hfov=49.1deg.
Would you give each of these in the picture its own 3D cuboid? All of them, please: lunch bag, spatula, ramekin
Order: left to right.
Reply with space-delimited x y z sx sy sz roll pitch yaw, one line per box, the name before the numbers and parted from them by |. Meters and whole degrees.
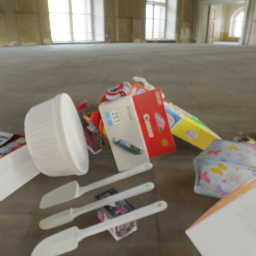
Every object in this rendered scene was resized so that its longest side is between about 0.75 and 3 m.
ramekin | -1.918 0.277 7.632 1.064 2.284 2.284 -15 22 1
spatula | -0.653 1.522 5.721 2.689 0.216 1.870 -22 25 4
lunch bag | 2.771 1.087 6.951 1.879 1.195 1.593 4 19 34

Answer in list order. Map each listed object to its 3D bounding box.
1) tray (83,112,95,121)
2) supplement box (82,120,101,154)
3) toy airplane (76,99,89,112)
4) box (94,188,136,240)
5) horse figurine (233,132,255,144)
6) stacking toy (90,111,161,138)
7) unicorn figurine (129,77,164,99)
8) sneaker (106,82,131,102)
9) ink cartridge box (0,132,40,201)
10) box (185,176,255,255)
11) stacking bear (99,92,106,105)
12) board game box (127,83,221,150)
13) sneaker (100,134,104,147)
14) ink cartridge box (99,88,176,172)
tray | -1.394 -0.369 11.873 0.627 0.235 1.270 -11 24 -25
supplement box | -1.156 0.298 8.938 0.300 0.984 0.535 -31 50 -29
toy airplane | -2.340 -0.751 12.011 1.634 0.300 1.634 -26 -9 -4
box | -0.288 1.808 5.922 0.515 0.594 0.898 -18 28 -28
horse figurine | 3.965 0.513 9.423 0.791 0.298 1.193 36 28 22
stacking toy | -0.332 0.021 9.559 1.243 1.243 2.912 -19 28 -39
unicorn figurine | 0.766 -1.396 12.117 1.723 0.927 2.509 31 -10 16
sneaker | 0.448 -0.972 11.369 2.928 1.646 1.043 3 27 8
ink cartridge box | -4.064 1.075 7.039 2.347 1.121 2.674 8 24 22
box | 2.115 1.329 4.270 1.476 1.939 1.031 -19 65 -44
stacking bear | -0.697 -1.397 13.539 1.106 1.036 1.822 2 17 4
board game box | 1.493 -0.335 9.337 2.875 0.580 2.200 26 15 -23
sneaker | -1.057 0.427 9.765 0.338 0.309 0.792 -7 22 -12
ink cartridge box | 0.299 0.057 7.731 1.727 1.960 0.438 -16 14 4
